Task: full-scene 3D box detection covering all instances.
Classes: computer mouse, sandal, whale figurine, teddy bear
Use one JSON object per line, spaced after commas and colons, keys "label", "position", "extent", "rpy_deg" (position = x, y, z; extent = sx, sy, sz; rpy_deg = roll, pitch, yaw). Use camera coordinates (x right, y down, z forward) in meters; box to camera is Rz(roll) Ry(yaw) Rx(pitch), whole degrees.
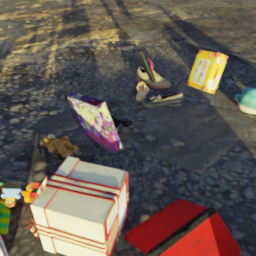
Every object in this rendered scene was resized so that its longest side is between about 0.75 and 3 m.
{"label": "computer mouse", "position": [-0.594, 0.076, 10.925], "extent": [1.126, 0.429, 1.626], "rpy_deg": [14, 27, 19]}
{"label": "sandal", "position": [0.693, -1.921, 13.561], "extent": [0.610, 0.547, 1.663], "rpy_deg": [6, 36, 8]}
{"label": "whale figurine", "position": [5.558, -1.409, 12.441], "extent": [1.541, 1.005, 1.937], "rpy_deg": [9, 36, 13]}
{"label": "teddy bear", "position": [-2.476, 0.599, 10.071], "extent": [1.056, 0.486, 1.456], "rpy_deg": [-25, 42, -34]}
{"label": "sandal", "position": [0.973, -2.962, 13.439], "extent": [0.388, 1.721, 0.646], "rpy_deg": [-35, 27, -8]}

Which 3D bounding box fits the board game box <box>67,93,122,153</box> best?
{"label": "board game box", "position": [-1.140, -0.254, 8.958], "extent": [0.416, 1.545, 2.575], "rpy_deg": [-34, 26, -19]}

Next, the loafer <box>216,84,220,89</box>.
{"label": "loafer", "position": [4.162, -2.452, 14.349], "extent": [0.486, 0.502, 1.431], "rpy_deg": [-14, 38, -18]}

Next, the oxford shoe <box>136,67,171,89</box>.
{"label": "oxford shoe", "position": [1.262, -2.552, 14.272], "extent": [2.008, 0.751, 0.707], "rpy_deg": [20, 40, 26]}

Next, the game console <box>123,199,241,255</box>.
{"label": "game console", "position": [1.322, 2.924, 7.027], "extent": [2.153, 1.278, 1.856], "rpy_deg": [-24, 73, -29]}

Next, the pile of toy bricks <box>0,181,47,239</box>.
{"label": "pile of toy bricks", "position": [-3.411, 2.176, 7.342], "extent": [2.895, 1.606, 1.429], "rpy_deg": [4, 73, -12]}

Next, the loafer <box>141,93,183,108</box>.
{"label": "loafer", "position": [1.539, -1.309, 12.654], "extent": [1.891, 0.595, 0.679], "rpy_deg": [-4, 36, -6]}

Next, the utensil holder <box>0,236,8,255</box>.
{"label": "utensil holder", "position": [-3.497, 2.935, 6.235], "extent": [1.344, 1.142, 1.142], "rpy_deg": [-22, 41, -24]}

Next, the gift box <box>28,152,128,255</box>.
{"label": "gift box", "position": [-1.150, 1.853, 6.953], "extent": [1.987, 2.128, 1.964], "rpy_deg": [9, 31, 15]}

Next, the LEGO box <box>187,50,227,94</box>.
{"label": "LEGO box", "position": [3.081, -2.219, 11.027], "extent": [0.571, 1.481, 1.103], "rpy_deg": [11, 14, -31]}
